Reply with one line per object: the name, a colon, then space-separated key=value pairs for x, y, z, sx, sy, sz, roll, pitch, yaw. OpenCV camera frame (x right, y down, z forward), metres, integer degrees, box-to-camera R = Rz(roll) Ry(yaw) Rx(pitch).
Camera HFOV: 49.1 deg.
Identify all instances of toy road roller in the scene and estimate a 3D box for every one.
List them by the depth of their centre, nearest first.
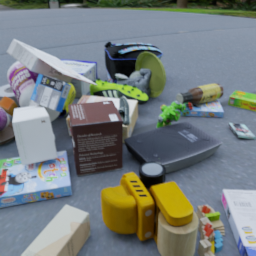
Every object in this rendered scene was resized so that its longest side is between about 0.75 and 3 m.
toy road roller: x=0.349 y=1.971 z=6.384 sx=1.687 sy=1.420 sz=2.311 roll=-12 pitch=30 yaw=-18

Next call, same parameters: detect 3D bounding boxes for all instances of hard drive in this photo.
hard drive: x=1.511 y=0.633 z=9.488 sx=2.873 sy=0.608 sz=1.938 roll=-15 pitch=33 yaw=-28

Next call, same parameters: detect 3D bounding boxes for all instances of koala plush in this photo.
koala plush: x=0.161 y=-1.989 z=13.351 sx=1.649 sy=1.462 sz=1.515 roll=10 pitch=37 yaw=15

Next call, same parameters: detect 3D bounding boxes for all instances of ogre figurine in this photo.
ogre figurine: x=1.559 y=-0.468 z=10.408 sx=1.481 sy=0.888 sz=0.727 roll=-27 pitch=60 yaw=-1

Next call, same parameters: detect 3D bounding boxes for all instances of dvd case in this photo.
dvd case: x=4.375 y=0.115 z=10.818 sx=0.717 sy=0.108 sz=0.982 roll=7 pitch=30 yaw=-9

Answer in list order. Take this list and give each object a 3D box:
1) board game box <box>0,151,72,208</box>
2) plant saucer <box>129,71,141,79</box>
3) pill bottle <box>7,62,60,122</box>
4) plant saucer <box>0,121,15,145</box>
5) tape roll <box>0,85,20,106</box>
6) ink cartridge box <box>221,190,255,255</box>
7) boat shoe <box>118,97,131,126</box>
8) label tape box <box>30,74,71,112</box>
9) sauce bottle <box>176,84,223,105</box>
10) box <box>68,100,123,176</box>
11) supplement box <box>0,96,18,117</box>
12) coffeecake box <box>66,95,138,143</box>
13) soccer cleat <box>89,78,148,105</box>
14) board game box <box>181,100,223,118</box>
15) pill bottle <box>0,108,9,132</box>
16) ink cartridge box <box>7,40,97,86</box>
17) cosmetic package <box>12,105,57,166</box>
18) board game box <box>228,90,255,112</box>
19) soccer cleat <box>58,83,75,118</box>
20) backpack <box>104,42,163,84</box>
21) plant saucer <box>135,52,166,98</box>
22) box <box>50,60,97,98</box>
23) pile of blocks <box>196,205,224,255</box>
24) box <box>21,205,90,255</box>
board game box: x=-2.935 y=1.469 z=8.258 sx=2.359 sy=0.432 sz=1.784 roll=-7 pitch=30 yaw=-13
plant saucer: x=0.474 y=-2.316 z=14.153 sx=1.064 sy=1.064 sz=0.267 roll=13 pitch=16 yaw=21
pill bottle: x=-3.897 y=-1.503 z=11.696 sx=1.583 sy=1.583 sz=2.820 roll=-18 pitch=50 yaw=-28
plant saucer: x=-4.977 y=0.240 z=10.572 sx=1.697 sy=0.272 sz=1.697 roll=-1 pitch=29 yaw=1
tape roll: x=-5.421 y=-1.603 z=13.453 sx=1.698 sy=0.561 sz=1.698 roll=-2 pitch=31 yaw=1
ink cartridge box: x=3.155 y=2.354 z=6.704 sx=1.307 sy=0.459 sz=2.190 roll=1 pitch=27 yaw=2
boat shoe: x=-0.160 y=-0.559 z=9.273 sx=0.367 sy=1.007 sz=0.311 roll=-17 pitch=-11 yaw=43
label tape box: x=-2.797 y=-1.243 z=9.636 sx=1.397 sy=1.007 sz=0.442 roll=21 pitch=3 yaw=17
sauce bottle: x=3.127 y=-1.437 z=12.289 sx=2.363 sy=0.765 sz=0.765 roll=-14 pitch=33 yaw=-27
box: x=-1.041 y=0.288 z=8.932 sx=1.491 sy=1.816 sz=1.507 roll=-7 pitch=30 yaw=-12
supplement box: x=-4.824 y=-0.843 z=11.398 sx=0.461 sy=1.341 sz=0.446 roll=29 pitch=74 yaw=-4
coffeecake box: x=-0.940 y=-0.387 z=10.884 sx=2.322 sy=0.848 sz=1.782 roll=7 pitch=39 yaw=12
soccer cleat: x=-0.447 y=-1.385 z=12.559 sx=2.863 sy=1.160 sz=0.967 roll=17 pitch=33 yaw=22
board game box: x=3.238 y=-0.922 z=12.549 sx=1.766 sy=0.323 sz=1.336 roll=4 pitch=29 yaw=5
pill bottle: x=-4.978 y=-0.311 z=10.068 sx=1.022 sy=1.022 sz=1.821 roll=-1 pitch=-2 yaw=-2
ink cartridge box: x=-2.924 y=-2.311 z=11.295 sx=2.553 sy=0.648 sz=2.897 roll=36 pitch=10 yaw=14
cosmetic package: x=-3.053 y=0.109 z=9.097 sx=1.080 sy=1.370 sz=2.545 roll=-11 pitch=14 yaw=-17
board game box: x=5.704 y=-1.189 z=12.892 sx=1.870 sy=0.445 sz=0.950 roll=19 pitch=35 yaw=30
soccer cleat: x=-2.588 y=-1.091 z=11.633 sx=0.526 sy=1.627 sz=0.680 roll=24 pitch=36 yaw=-1
backpack: x=0.326 y=-3.602 z=15.510 sx=2.998 sy=2.017 sz=2.737 roll=-8 pitch=31 yaw=-12
plant saucer: x=1.138 y=-2.575 z=13.510 sx=0.345 sy=2.222 sz=2.222 roll=-21 pitch=36 yaw=-28
box: x=-2.963 y=-2.620 z=14.599 sx=2.157 sy=1.230 sz=2.345 roll=7 pitch=30 yaw=11
pile of blocks: x=1.979 y=2.375 z=6.601 sx=0.670 sy=0.507 sz=1.631 roll=5 pitch=31 yaw=9
box: x=-1.527 y=2.556 z=6.012 sx=0.654 sy=0.799 sz=1.682 roll=13 pitch=34 yaw=21
